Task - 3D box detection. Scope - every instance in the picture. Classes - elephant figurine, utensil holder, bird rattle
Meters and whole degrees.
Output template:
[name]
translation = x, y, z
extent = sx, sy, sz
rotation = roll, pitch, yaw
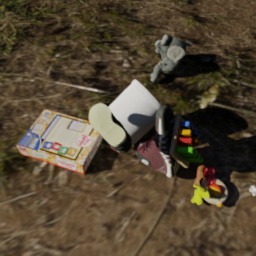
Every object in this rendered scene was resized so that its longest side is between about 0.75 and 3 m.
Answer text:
[elephant figurine]
translation = 2.163, -3.307, 13.959
extent = 1.652, 1.811, 2.334
rotation = 24, 50, -38
[utensil holder]
translation = 0.127, -0.429, 10.343
extent = 2.065, 1.755, 1.755
rotation = -45, 58, 4
[bird rattle]
translation = 2.850, 2.108, 9.765
extent = 1.238, 0.855, 1.518
rotation = 30, 43, 14

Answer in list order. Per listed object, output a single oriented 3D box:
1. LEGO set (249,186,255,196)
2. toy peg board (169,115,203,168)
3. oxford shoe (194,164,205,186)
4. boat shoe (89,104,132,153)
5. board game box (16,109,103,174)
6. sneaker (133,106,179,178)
[LEGO set]
translation = 4.545, 2.293, 9.240
extent = 0.438, 0.472, 1.150
rotation = -13, 39, -8
[toy peg board]
translation = 2.060, 0.484, 9.324
extent = 0.682, 1.394, 1.388
rotation = 0, 65, 34
[oxford shoe]
translation = 2.542, 1.632, 9.673
extent = 0.287, 0.287, 0.805
rotation = 21, 77, -19
[boat shoe]
translation = -0.569, -0.004, 8.306
extent = 0.737, 0.631, 2.014
rotation = -39, 48, -2
[board game box]
translation = -2.573, 0.458, 11.067
extent = 2.749, 0.637, 2.082
rotation = 16, 51, 13
[sneaker]
translation = 0.825, 0.495, 9.745
extent = 1.603, 2.775, 1.050
rotation = 9, 35, 31
